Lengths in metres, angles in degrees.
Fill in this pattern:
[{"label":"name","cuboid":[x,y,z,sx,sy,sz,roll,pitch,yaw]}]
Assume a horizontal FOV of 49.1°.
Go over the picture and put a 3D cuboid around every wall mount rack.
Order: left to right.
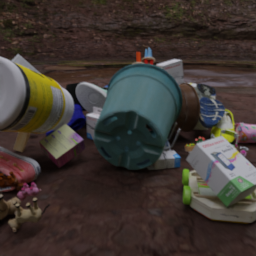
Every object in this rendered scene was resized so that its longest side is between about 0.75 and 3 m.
[{"label":"wall mount rack","cuboid":[1.165,0.366,8.666,1.083,0.465,1.247,-29,15,9]}]

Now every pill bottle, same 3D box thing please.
[{"label":"pill bottle","cuboid":[-2.642,-0.674,7.278,1.654,1.654,2.894,4,-2,14]}]

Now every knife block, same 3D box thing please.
[{"label":"knife block","cuboid":[-3.214,0.183,8.620,0.294,0.806,0.918,19,55,-11]}]

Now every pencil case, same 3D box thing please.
[{"label":"pencil case","cuboid":[4.410,0.184,9.332,1.644,0.719,0.719,2,18,4]}]

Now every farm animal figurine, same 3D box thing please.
[{"label":"farm animal figurine","cuboid":[-2.313,1.532,5.281,1.338,0.705,1.353,-25,36,-29]}]

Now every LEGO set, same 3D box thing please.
[{"label":"LEGO set","cuboid":[2.533,0.408,8.065,1.718,0.639,0.790,8,31,15]}]

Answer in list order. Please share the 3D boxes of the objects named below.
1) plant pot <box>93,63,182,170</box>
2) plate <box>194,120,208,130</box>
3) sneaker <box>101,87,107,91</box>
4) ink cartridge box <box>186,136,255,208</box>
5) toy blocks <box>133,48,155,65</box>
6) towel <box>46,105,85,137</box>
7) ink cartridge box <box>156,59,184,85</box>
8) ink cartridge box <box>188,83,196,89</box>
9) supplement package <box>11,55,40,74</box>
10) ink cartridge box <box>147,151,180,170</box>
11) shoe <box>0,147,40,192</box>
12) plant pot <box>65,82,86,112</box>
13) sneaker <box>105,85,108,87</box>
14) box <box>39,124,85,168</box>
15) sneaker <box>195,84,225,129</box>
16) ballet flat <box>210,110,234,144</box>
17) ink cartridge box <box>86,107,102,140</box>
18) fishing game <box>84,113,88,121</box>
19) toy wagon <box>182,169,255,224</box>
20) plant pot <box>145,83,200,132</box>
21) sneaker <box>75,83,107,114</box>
[{"label":"plant pot","cuboid":[0.239,-0.242,7.791,2.407,2.407,2.357,4,33,12]},{"label":"plate","cuboid":[1.980,-0.732,11.502,2.225,0.360,2.230,5,35,-5]},{"label":"sneaker","cuboid":[-0.580,-1.517,14.430,2.872,1.128,1.280,-12,-12,-3]},{"label":"ink cartridge box","cuboid":[1.912,0.820,5.586,0.897,0.540,1.234,-10,48,-37]},{"label":"toy blocks","cuboid":[0.676,-2.785,12.213,0.644,1.774,1.479,-7,-14,32]},{"label":"towel","cuboid":[-2.321,-0.210,10.432,1.469,0.493,1.989,-25,24,-5]},{"label":"ink cartridge box","cuboid":[1.889,-2.210,12.433,1.039,1.419,0.609,-20,24,-19]},{"label":"ink cartridge box","cuboid":[3.119,-1.791,14.873,1.522,1.105,0.635,16,26,40]},{"label":"supplement package","cuboid":[-4.227,-1.628,11.607,1.311,2.243,1.315,-16,39,46]},{"label":"ink cartridge box","cuboid":[0.928,0.890,7.776,0.909,0.308,0.527,-4,18,-13]},{"label":"shoe","cuboid":[-3.223,0.972,6.834,1.999,0.714,0.909,11,16,21]},{"label":"plant pot","cuboid":[-2.056,-1.333,12.194,1.296,1.152,1.299,-5,0,17]},{"label":"sneaker","cuboid":[-1.487,-2.369,17.576,0.512,0.609,1.552,16,25,35]},{"label":"box","cuboid":[-1.839,0.492,7.856,0.825,0.453,0.937,36,59,27]},{"label":"sneaker","cuboid":[2.850,-0.616,10.283,0.965,1.067,2.505,13,36,2]},{"label":"ballet flat","cuboid":[3.449,-0.125,10.123,0.812,0.814,2.430,4,18,21]},{"label":"ink cartridge box","cuboid":[-1.117,-0.128,9.680,0.627,1.080,0.367,15,23,37]},{"label":"fishing game","cuboid":[-1.562,-0.597,11.493,1.195,0.259,1.668,-39,1,35]},{"label":"toy wagon","cuboid":[2.145,1.279,6.317,1.813,0.462,2.336,3,17,9]},{"label":"plant pot","cuboid":[1.242,-0.643,9.619,1.734,1.751,1.751,-6,18,-21]},{"label":"sneaker","cuboid":[-0.674,-1.025,11.040,2.780,1.023,1.640,31,29,-8]}]
